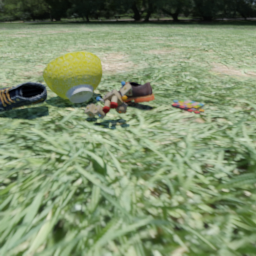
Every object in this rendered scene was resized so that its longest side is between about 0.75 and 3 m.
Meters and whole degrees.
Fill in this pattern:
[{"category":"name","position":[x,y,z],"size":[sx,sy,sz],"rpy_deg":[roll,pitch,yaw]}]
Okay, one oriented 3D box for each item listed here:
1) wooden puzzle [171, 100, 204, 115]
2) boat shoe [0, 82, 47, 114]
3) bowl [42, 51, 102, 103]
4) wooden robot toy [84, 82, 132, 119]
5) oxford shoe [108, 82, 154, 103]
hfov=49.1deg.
[{"category":"wooden puzzle","position":[2.479,-0.921,11.592],"size":[1.635,0.115,0.969],"rpy_deg":[23,33,40]},{"category":"boat shoe","position":[-4.391,-1.172,10.416],"size":[2.741,0.970,1.244],"rpy_deg":[-14,-3,-19]},{"category":"bowl","position":[-2.169,-1.879,11.833],"size":[2.554,2.554,1.374],"rpy_deg":[-12,71,-24]},{"category":"wooden robot toy","position":[-0.485,-0.702,9.868],"size":[2.180,0.989,0.961],"rpy_deg":[-28,38,28]},{"category":"oxford shoe","position":[0.005,-1.533,11.764],"size":[2.376,0.862,0.846],"rpy_deg":[1,20,33]}]
